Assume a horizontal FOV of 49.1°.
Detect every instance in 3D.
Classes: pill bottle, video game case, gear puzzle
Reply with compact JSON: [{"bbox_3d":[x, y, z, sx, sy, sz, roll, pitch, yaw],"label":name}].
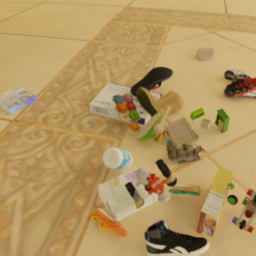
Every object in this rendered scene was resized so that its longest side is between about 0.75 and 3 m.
[{"bbox_3d":[-0.303,1.072,9.609,0.680,1.228,0.680,-5,77,24],"label":"pill bottle"},{"bbox_3d":[-5.318,-1.329,13.174,1.320,0.331,1.456,27,47,28],"label":"video game case"},{"bbox_3d":[0.001,-0.649,11.449,0.963,0.243,1.859,-8,63,-24],"label":"gear puzzle"}]

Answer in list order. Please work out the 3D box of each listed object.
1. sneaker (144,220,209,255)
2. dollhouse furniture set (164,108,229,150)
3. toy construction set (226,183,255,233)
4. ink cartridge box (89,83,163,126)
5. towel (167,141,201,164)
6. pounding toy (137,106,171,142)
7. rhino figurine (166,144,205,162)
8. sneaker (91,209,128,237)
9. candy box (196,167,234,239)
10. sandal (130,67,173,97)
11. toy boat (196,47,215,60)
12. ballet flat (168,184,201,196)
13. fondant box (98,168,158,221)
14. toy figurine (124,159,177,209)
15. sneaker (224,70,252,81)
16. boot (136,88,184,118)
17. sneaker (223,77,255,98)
[{"bbox_3d":[1.207,2.846,7.314,1.639,0.917,0.599,-13,6,12],"label":"sneaker"},{"bbox_3d":[2.746,0.101,11.276,2.519,0.973,1.259,-24,57,-5],"label":"dollhouse furniture set"},{"bbox_3d":[3.681,2.132,7.711,1.564,1.304,1.202,3,13,41],"label":"toy construction set"},{"bbox_3d":[0.016,-1.353,13.034,2.721,0.553,2.726,14,42,16],"label":"ink cartridge box"},{"bbox_3d":[2.117,0.845,10.724,0.909,0.135,1.240,-10,41,-11],"label":"towel"},{"bbox_3d":[1.171,0.085,10.860,0.801,1.727,1.333,41,60,-8],"label":"pounding toy"},{"bbox_3d":[2.104,0.897,10.180,1.442,0.630,0.431,-3,6,-4],"label":"rhino figurine"},{"bbox_3d":[-0.541,2.857,8.151,1.259,0.459,0.485,22,57,35],"label":"sneaker"},{"bbox_3d":[2.606,2.202,8.356,0.522,1.079,1.849,19,44,24],"label":"candy box"},{"bbox_3d":[1.099,-2.140,13.299,2.525,0.569,0.948,-37,58,-23],"label":"sandal"},{"bbox_3d":[4.597,-4.431,16.783,1.069,0.698,0.699,-5,10,-7],"label":"toy boat"},{"bbox_3d":[1.793,1.945,8.870,1.079,0.370,0.340,-3,57,34],"label":"ballet flat"},{"bbox_3d":[0.039,2.069,8.967,1.680,0.489,1.212,-20,45,-24],"label":"fondant box"},{"bbox_3d":[0.657,1.607,7.885,1.232,0.871,1.251,-27,11,30],"label":"toy figurine"},{"bbox_3d":[5.932,-2.648,14.525,0.759,0.687,1.783,-24,46,-32],"label":"sneaker"},{"bbox_3d":[1.423,-1.249,12.254,1.967,0.650,1.723,-33,90,-43],"label":"boot"},{"bbox_3d":[5.958,-1.864,13.389,2.644,1.292,0.934,-17,51,15],"label":"sneaker"}]
